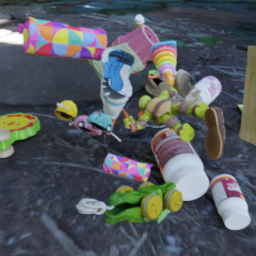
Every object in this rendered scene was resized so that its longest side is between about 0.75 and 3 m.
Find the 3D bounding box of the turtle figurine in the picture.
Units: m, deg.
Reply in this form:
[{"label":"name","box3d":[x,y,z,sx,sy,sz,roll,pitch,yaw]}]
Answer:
[{"label":"turtle figurine","box3d":[0.917,-0.380,7.852,2.828,0.911,2.281,-42,43,-19]}]

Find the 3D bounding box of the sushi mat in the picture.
[{"label":"sushi mat","box3d":[3.349,-0.688,6.988,0.159,2.623,1.255,-11,25,-15]}]

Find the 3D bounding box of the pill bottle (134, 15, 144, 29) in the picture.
[{"label":"pill bottle","box3d":[0.527,-5.047,13.375,0.439,0.439,0.803,1,-8,1]}]

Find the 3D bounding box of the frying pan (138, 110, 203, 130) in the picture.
[{"label":"frying pan","box3d":[1.563,-0.324,11.580,1.615,0.435,2.670,-26,38,-33]}]

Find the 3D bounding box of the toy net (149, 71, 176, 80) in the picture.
[{"label":"toy net","box3d":[2.102,-2.937,15.603,1.857,0.359,0.974,-12,35,-18]}]

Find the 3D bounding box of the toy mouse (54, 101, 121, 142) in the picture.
[{"label":"toy mouse","box3d":[-0.902,-0.157,6.832,1.749,1.968,0.381,23,75,-13]}]

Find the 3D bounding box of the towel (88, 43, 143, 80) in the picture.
[{"label":"towel","box3d":[-0.484,-2.327,9.901,1.623,0.399,2.188,-22,40,-9]}]

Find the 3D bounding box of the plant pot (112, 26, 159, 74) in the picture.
[{"label":"plant pot","box3d":[0.409,-3.298,11.491,1.474,1.646,1.646,-33,17,32]}]

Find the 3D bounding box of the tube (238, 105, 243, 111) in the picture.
[{"label":"tube","box3d":[5.224,-0.570,11.864,0.572,0.511,1.970,39,27,-11]}]

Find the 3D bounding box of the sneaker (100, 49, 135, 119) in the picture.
[{"label":"sneaker","box3d":[-0.388,-1.206,7.463,0.908,1.050,2.423,12,45,-5]}]

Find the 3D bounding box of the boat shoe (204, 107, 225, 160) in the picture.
[{"label":"boat shoe","box3d":[2.179,0.122,6.871,0.451,1.283,0.452,-8,8,-40]}]

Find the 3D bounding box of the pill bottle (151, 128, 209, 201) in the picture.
[{"label":"pill bottle","box3d":[1.542,1.058,8.601,1.223,1.223,2.232,-5,33,-8]}]

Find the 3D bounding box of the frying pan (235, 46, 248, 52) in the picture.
[{"label":"frying pan","box3d":[4.471,-2.279,8.728,2.036,0.331,1.232,17,0,2]}]

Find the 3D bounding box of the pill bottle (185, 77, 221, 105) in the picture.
[{"label":"pill bottle","box3d":[3.413,-1.564,12.818,1.065,1.065,1.878,21,39,29]}]

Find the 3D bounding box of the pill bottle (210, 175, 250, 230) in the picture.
[{"label":"pill bottle","box3d":[2.750,1.990,7.602,0.757,0.757,1.382,0,33,0]}]

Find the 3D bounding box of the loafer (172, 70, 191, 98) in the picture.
[{"label":"loafer","box3d":[1.236,-1.061,6.688,0.383,1.122,0.424,35,86,23]}]

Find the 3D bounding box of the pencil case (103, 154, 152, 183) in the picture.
[{"label":"pencil case","box3d":[-0.023,1.008,7.006,1.199,0.530,0.530,15,34,0]}]

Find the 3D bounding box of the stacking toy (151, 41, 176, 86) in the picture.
[{"label":"stacking toy","box3d":[0.863,-1.372,6.337,0.598,0.632,1.089,-8,59,5]}]

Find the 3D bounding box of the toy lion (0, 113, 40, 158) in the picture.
[{"label":"toy lion","box3d":[-4.871,0.069,10.645,2.659,0.913,2.549,4,26,6]}]

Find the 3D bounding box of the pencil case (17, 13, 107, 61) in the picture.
[{"label":"pencil case","box3d":[-1.714,-2.369,7.544,2.256,0.997,0.997,1,29,-31]}]

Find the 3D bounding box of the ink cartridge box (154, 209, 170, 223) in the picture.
[{"label":"ink cartridge box","box3d":[0.965,2.077,7.855,0.585,0.334,1.126,26,41,35]}]

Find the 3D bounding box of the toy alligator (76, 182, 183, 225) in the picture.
[{"label":"toy alligator","box3d":[0.106,1.356,4.782,0.814,0.590,2.457,5,2,44]}]

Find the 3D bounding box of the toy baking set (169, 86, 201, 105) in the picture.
[{"label":"toy baking set","box3d":[1.782,-0.902,8.896,1.178,0.137,0.904,-33,31,20]}]

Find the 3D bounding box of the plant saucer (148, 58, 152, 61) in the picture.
[{"label":"plant saucer","box3d":[1.699,-4.607,17.941,2.062,0.397,2.062,-8,23,3]}]

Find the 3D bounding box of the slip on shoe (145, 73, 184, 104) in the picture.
[{"label":"slip on shoe","box3d":[1.739,-1.803,13.396,1.048,0.835,2.756,-14,35,-21]}]
